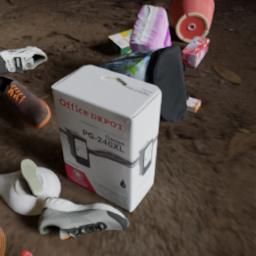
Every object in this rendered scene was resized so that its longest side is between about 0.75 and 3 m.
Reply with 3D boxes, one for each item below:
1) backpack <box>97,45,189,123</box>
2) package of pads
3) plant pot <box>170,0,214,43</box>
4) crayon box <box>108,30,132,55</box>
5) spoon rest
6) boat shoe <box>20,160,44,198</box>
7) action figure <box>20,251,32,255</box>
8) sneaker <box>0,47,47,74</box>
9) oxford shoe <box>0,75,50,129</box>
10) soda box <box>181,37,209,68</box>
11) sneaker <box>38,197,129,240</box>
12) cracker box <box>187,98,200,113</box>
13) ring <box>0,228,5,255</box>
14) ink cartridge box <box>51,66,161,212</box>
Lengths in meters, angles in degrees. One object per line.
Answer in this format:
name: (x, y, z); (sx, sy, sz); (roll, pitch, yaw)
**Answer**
backpack: (0.190, -1.261, 8.400); (2.084, 2.211, 2.710); (-23, 27, -27)
package of pads: (0.853, -2.676, 9.614); (0.974, 2.575, 1.551); (13, 71, 20)
plant pot: (3.149, -5.418, 13.837); (2.214, 2.214, 1.959); (5, 49, 7)
crayon box: (-0.004, -3.917, 12.693); (1.575, 0.406, 0.990); (-28, 58, -28)
spoon rest: (-2.728, 1.241, 6.512); (2.357, 0.714, 1.171); (20, 54, 4)
boat shoe: (-2.113, 1.100, 6.096); (0.352, 0.293, 0.943); (-11, 55, -39)
action figure: (-0.726, 2.895, 4.428); (2.600, 0.672, 0.850); (21, 48, 17)
sneaker: (-4.347, -2.688, 11.256); (1.025, 0.858, 2.316); (28, 46, 33)
oxford shoe: (-3.320, -0.824, 8.570); (2.580, 0.936, 0.918); (33, 79, 35)
soda box: (2.933, -3.347, 12.262); (0.685, 0.621, 1.957); (16, 41, 22)
sneaker: (-0.912, 1.929, 5.676); (1.907, 0.705, 0.756); (1, 47, 11)
cracker box: (1.983, -0.815, 9.414); (0.761, 0.219, 0.510); (19, 42, 23)
ring: (-3.173, 2.459, 5.356); (1.588, 0.152, 1.588); (0, 39, 0)
ink cartridge box: (-0.444, 0.248, 6.087); (1.942, 2.674, 1.115); (22, 43, 25)
